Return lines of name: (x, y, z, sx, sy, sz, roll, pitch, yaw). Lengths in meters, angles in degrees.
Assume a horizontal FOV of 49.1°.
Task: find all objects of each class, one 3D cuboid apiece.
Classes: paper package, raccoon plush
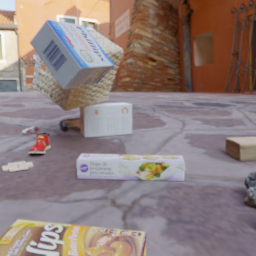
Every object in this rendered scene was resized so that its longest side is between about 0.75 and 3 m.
paper package: (3.972, 0.676, 9.329, 1.131, 0.585, 1.078, -2, 11, -7)
raccoon plush: (2.845, 1.125, 5.769, 0.572, 1.183, 0.793, 31, 17, 8)

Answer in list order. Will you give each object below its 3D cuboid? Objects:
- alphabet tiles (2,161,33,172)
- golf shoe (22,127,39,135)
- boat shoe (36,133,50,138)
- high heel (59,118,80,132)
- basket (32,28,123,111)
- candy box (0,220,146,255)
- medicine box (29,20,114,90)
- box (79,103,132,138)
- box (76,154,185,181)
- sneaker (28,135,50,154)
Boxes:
alphabet tiles: (-3.244, 1.142, 8.237, 0.834, 0.061, 0.816, -5, 11, -28)
golf shoe: (-4.569, 0.119, 13.147, 0.412, 0.339, 0.900, 2, 9, 27)
boat shoe: (-3.731, 0.299, 12.362, 0.281, 0.239, 0.840, 4, 11, 21)
high heel: (-2.575, -0.328, 14.434, 1.908, 0.681, 1.360, -13, 20, -17)
basket: (-2.105, -2.533, 11.858, 2.271, 2.799, 2.824, 37, 35, 23)
candy box: (-0.799, 1.745, 3.543, 1.942, 0.537, 1.121, 2, 12, 10)
medicine box: (-1.674, -2.275, 8.746, 1.004, 1.776, 1.950, -39, -5, 29)
box: (-1.036, -0.403, 12.955, 2.245, 1.396, 1.094, -4, 11, -19)
box: (0.072, 1.039, 7.420, 2.804, 0.543, 0.581, 1, 10, 5)
sneaker: (-3.141, 0.566, 9.859, 0.551, 0.608, 1.432, 0, 10, -2)
